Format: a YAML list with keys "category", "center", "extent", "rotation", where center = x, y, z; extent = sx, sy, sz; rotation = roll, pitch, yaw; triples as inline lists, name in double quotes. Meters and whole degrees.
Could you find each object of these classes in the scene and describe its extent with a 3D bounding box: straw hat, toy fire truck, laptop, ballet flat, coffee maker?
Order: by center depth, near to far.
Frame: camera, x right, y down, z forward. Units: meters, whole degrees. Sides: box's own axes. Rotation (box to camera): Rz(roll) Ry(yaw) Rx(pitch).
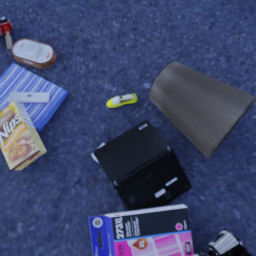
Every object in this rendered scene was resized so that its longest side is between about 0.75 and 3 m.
- category: "coffee maker"
  center: [2.400, 4.340, 7.598]
  extent: [2.362, 1.591, 2.268]
  rotation: [-27, 92, -9]
- category: "straw hat"
  center: [0.624, 1.326, 9.176]
  extent: [1.293, 0.547, 1.293]
  rotation: [0, 83, -1]
- category: "laptop"
  center: [0.452, 1.378, 9.182]
  extent: [2.200, 1.282, 2.483]
  rotation: [-31, 104, -9]
- category: "ballet flat"
  center: [-0.234, -1.029, 10.242]
  extent: [1.148, 0.385, 0.384]
  rotation: [-11, 68, -4]
- category: "toy fire truck"
  center: [-5.130, -3.736, 11.258]
  extent: [1.018, 0.744, 1.157]
  rotation: [-21, 59, -9]

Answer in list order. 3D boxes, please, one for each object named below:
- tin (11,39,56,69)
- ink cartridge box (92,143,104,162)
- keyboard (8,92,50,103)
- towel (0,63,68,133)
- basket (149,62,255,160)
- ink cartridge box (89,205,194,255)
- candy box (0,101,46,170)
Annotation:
- category: "tin"
  center: [-3.737, -2.944, 11.061]
  extent: [1.782, 0.373, 0.998]
  rotation: [17, 73, 7]
- category: "ink cartridge box"
  center: [-0.725, 1.007, 9.427]
  extent: [0.825, 0.349, 0.596]
  rotation: [39, 73, 15]
- category: "keyboard"
  center: [-3.634, -1.120, 10.279]
  extent: [1.483, 0.079, 0.417]
  rotation: [1, 63, 1]
- category: "towel"
  center: [-3.806, -1.165, 10.337]
  extent: [2.699, 0.322, 1.954]
  rotation: [28, 70, 11]
- category: "basket"
  center: [2.306, -0.812, 9.389]
  extent: [2.829, 1.924, 2.551]
  rotation: [39, 84, 18]
- category: "ink cartridge box"
  center: [0.363, 3.191, 8.289]
  extent: [2.980, 0.553, 1.411]
  rotation: [-7, 84, -1]
- category: "candy box"
  center: [-3.732, 0.260, 9.403]
  extent: [1.168, 0.560, 2.024]
  rotation: [-35, 73, 7]
